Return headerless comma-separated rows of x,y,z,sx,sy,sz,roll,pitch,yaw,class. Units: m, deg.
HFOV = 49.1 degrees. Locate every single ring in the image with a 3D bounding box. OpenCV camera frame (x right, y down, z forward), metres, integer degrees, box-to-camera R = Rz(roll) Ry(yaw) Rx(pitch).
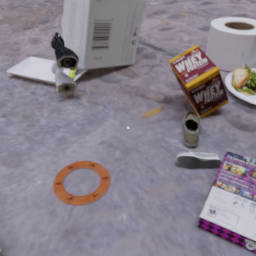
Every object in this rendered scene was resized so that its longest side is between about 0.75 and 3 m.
-1.139,1.287,6.872,1.403,0.135,1.403,0,37,0,ring

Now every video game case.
3.070,1.702,6.062,2.534,0.454,2.297,18,41,22,video game case

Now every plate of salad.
5.040,-1.617,10.149,2.898,0.696,2.898,0,37,0,plate of salad

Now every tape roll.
4.559,-3.580,11.929,2.324,1.596,2.324,0,38,0,tape roll

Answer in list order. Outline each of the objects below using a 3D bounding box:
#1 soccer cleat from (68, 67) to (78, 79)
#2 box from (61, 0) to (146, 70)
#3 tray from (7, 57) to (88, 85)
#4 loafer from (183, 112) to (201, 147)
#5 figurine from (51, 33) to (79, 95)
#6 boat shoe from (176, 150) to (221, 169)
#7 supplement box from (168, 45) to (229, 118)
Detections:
-2.178,-2.178,10.875,0.291,0.377,0.900,-6,34,11,soccer cleat
-1.022,-3.956,11.117,2.715,2.701,1.774,-17,42,-38,box
-3.191,-2.208,11.210,2.904,0.322,1.559,14,39,18,tray
1.923,-0.075,8.274,0.574,0.532,1.527,5,36,7,loafer
-2.308,-2.213,9.728,0.720,1.673,1.633,-10,48,-24,figurine
1.814,0.806,7.283,1.150,0.424,0.369,3,32,-3,boat shoe
2.231,-1.465,8.879,1.023,1.540,1.519,-30,46,9,supplement box
